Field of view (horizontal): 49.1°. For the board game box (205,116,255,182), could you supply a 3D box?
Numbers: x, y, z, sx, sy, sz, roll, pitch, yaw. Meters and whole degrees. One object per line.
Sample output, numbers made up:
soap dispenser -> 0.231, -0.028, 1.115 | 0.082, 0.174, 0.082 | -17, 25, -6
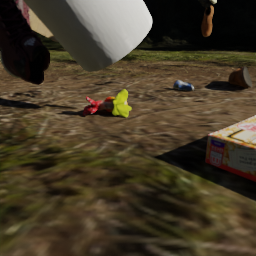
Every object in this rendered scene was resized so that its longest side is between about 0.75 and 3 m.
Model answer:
board game box -> 3.201, 0.506, 5.148 | 2.082, 0.637, 2.749 | -16, 25, -38

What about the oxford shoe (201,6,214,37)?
oxford shoe -> 2.125, -2.887, 7.567 | 0.287, 0.805, 0.287 | 9, 12, 24

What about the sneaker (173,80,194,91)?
sneaker -> 2.446, -1.793, 12.343 | 1.013, 0.384, 0.390 | 22, 55, 42

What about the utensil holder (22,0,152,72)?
utensil holder -> -0.786, -2.276, 4.808 | 1.755, 2.065, 1.755 | -26, 36, 21

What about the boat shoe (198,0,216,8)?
boat shoe -> 1.581, -3.872, 7.444 | 0.737, 0.631, 2.014 | -10, 62, -53

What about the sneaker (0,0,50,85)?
sneaker -> -2.231, -2.158, 5.813 | 1.050, 2.775, 1.603 | -31, 44, -27

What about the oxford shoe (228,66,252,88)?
oxford shoe -> 5.241, -2.297, 13.197 | 0.962, 0.963, 2.700 | -17, 7, 24

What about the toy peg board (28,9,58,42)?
toy peg board -> -2.720, -3.768, 9.110 | 0.682, 1.394, 1.388 | 30, 10, 36

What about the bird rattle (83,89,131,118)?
bird rattle -> -0.630, -0.684, 8.892 | 1.518, 0.855, 1.238 | -9, 5, 15
